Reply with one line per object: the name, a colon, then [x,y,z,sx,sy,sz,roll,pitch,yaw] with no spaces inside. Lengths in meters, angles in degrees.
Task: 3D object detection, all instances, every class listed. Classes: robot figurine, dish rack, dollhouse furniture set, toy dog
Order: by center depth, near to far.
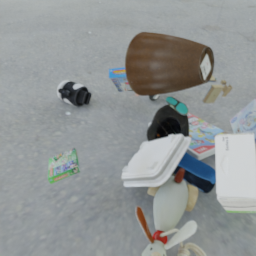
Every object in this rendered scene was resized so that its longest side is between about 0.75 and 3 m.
toy dog: [1.061,2.135,7.033,1.881,1.373,2.851,3,45,-6]
dish rack: [0.649,0.853,7.781,1.739,0.441,2.026,-52,16,-29]
dollhouse furniture set: [2.878,-1.495,9.966,1.016,0.702,1.076,-5,49,-29]
robot figurine: [-2.422,-1.504,12.473,1.596,1.199,0.996,22,60,25]

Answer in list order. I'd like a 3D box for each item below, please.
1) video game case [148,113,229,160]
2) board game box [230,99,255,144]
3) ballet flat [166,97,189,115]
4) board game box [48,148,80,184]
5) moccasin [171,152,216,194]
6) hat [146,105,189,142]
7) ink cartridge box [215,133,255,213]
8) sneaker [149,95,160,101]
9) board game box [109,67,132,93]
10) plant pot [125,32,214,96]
video game case: [2.333,0.178,10.432,1.966,0.240,2.750,-18,33,-27]
board game box: [4.048,-0.083,9.324,0.275,1.266,1.260,12,52,-21]
ballet flat: [1.454,-0.614,8.116,0.328,0.328,0.883,-22,49,-25]
board game box: [-1.543,0.881,6.681,0.711,0.154,1.056,-23,24,-5]
moccasin: [1.565,1.254,8.950,1.024,0.868,2.546,-24,42,-31]
hat: [1.419,0.187,8.777,0.717,1.778,1.778,5,28,-40]
ink cartridge box: [2.832,1.251,7.214,0.910,2.167,1.577,-5,66,23]
sneaker: [1.199,-2.515,12.252,1.477,2.557,0.959,27,26,-8]
board game box: [0.093,-1.858,10.780,1.381,1.410,0.394,-4,75,10]
plant pot: [1.320,-1.826,8.171,2.094,1.957,1.957,11,37,37]
